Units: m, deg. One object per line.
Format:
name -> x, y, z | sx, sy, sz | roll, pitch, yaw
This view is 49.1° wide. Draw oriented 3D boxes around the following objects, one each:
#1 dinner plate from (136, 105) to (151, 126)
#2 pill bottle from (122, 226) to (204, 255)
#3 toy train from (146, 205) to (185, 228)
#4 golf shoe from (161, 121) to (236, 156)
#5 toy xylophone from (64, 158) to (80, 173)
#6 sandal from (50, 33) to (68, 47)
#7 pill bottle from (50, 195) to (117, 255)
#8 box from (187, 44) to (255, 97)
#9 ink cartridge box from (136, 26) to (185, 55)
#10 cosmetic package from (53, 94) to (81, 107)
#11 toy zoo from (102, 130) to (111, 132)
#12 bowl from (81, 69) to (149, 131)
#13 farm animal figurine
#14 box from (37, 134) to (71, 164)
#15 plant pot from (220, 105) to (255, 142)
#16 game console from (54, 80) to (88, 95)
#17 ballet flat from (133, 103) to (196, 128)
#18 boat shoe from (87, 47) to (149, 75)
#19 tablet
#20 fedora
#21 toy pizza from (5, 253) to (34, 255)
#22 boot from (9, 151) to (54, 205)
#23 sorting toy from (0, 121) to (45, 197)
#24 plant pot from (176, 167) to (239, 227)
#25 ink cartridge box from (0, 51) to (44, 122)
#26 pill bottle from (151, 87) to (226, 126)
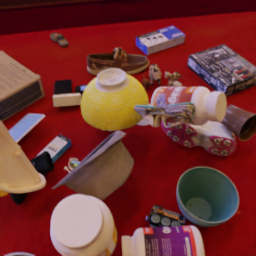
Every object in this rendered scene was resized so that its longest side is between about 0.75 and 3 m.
dinner plate -> 0.575, -0.606, 11.307 | 1.297, 0.157, 1.297 | 1, 46, -1
pill bottle -> 0.847, 3.143, 7.189 | 2.001, 1.125, 1.125 | -2, 48, -2
toy train -> 1.102, 2.663, 8.115 | 1.123, 0.479, 0.640 | 14, 40, 13
golf shoe -> 2.558, 0.112, 10.188 | 2.690, 1.013, 1.231 | 21, 42, 8
toy xylophone -> -1.541, 1.399, 9.035 | 1.126, 0.824, 0.283 | 33, 99, 20
sandal -> -3.687, -4.776, 14.953 | 0.586, 0.391, 1.433 | -28, 53, -24
pill bottle -> -1.019, 2.443, 6.671 | 1.406, 2.532, 1.406 | 0, 61, 0
box -> 4.377, -2.700, 12.855 | 2.121, 0.669, 2.689 | -21, 51, -18
ink cartridge box -> 1.700, -4.630, 14.728 | 2.368, 0.524, 1.113 | -23, 52, -20
cosmetic package -> -2.480, -1.131, 11.381 | 1.102, 0.403, 0.571 | -5, 17, -13
toy zoo -> -0.793, -0.135, 10.822 | 0.548, 0.086, 0.836 | -7, 40, -14
bowl -> -0.478, -1.160, 9.190 | 2.349, 1.264, 2.349 | -2, 44, 2
farm animal figurine -> 1.534, -2.125, 12.188 | 1.751, 0.881, 1.414 | 22, 51, 19
box -> -2.611, 0.806, 9.891 | 0.513, 0.307, 1.247 | 26, 52, 22
plant pot -> 3.702, -0.222, 9.437 | 1.009, 1.009, 0.998 | -24, 40, -21
game console -> -2.217, -1.729, 12.263 | 2.027, 0.244, 1.195 | -6, 48, -6
ballet flat -> 0.934, -0.340, 7.879 | 1.968, 0.708, 0.708 | 1, 41, 38
boat shoe -> -0.468, -3.161, 13.015 | 2.941, 1.058, 1.061 | -4, 48, -3
tablet -> -3.900, 0.086, 10.117 | 1.142, 0.120, 1.755 | 5, 45, 39
fedora -> -0.746, 1.218, 7.785 | 1.163, 2.278, 2.576 | 49, 34, -3
toy pizza -> -2.924, 4.170, 6.767 | 2.278, 0.361, 2.278 | 0, 47, 0
boot -> -3.004, 1.510, 8.821 | 1.304, 0.593, 1.553 | -25, 43, 6
sorting toy -> -3.656, 0.665, 8.109 | 1.265, 2.369, 2.132 | -31, 28, -12
plant pot -> 2.161, 2.137, 8.090 | 1.676, 1.129, 1.676 | 1, 50, -1
ink cartridge box -> -5.399, -1.771, 11.706 | 2.937, 1.103, 2.419 | 33, 55, 27
pill bottle -> 1.786, -0.663, 8.362 | 2.016, 1.131, 1.131 | 6, 43, 37
